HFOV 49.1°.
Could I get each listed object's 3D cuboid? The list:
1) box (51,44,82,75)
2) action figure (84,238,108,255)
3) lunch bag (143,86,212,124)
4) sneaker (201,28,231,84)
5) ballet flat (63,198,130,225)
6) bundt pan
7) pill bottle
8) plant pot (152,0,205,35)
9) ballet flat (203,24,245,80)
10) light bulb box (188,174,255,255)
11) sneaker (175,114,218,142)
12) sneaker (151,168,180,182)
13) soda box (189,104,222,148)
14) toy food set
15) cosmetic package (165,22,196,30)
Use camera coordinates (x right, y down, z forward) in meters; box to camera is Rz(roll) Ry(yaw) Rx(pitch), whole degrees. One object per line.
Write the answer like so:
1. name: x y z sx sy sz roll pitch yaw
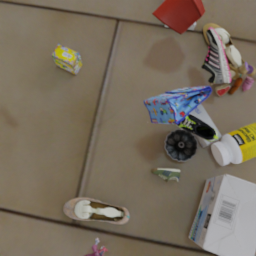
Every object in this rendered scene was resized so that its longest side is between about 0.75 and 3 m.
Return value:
1. box: -2.407 -2.700 11.102 0.940 0.905 0.573 27 77 6
2. action figure: -0.946 3.488 7.515 0.679 0.754 1.013 48 113 19
3. lunch bag: 1.286 -0.670 6.895 1.408 1.060 0.662 -29 105 -24
4. sneaker: 2.815 -2.324 9.375 0.844 0.712 1.930 -14 107 24
5. ballet flat: -1.125 2.862 9.754 2.393 0.805 0.814 5 71 1
6. bundt pan: 1.952 0.676 10.483 1.253 0.470 1.253 0 76 1
7. pill bottle: 4.138 0.607 10.146 2.036 1.145 1.145 -22 77 -5
8. plant pot: 1.747 -3.805 9.011 1.136 1.288 1.289 47 38 -10
9. ballet flat: 3.954 -3.271 11.269 0.945 0.867 2.752 -25 77 -6
10. light bulb box: 3.125 2.843 8.984 1.437 2.303 2.283 20 77 7
11. sneaker: 2.065 -0.086 8.606 1.552 0.643 0.557 27 93 20
12. sneaker: 1.390 1.748 10.261 1.068 0.358 0.480 3 71 -3
13. soda box: 2.661 -0.287 10.633 0.684 0.636 2.005 -28 78 -7
14. toy food set: 4.222 -1.793 10.794 2.057 1.307 0.324 -27 44 6
15. cosmetic package: 2.272 -5.058 11.941 1.257 0.431 1.667 8 76 0
